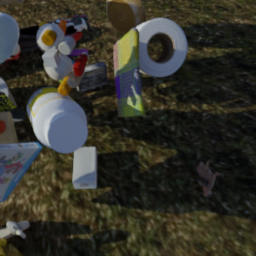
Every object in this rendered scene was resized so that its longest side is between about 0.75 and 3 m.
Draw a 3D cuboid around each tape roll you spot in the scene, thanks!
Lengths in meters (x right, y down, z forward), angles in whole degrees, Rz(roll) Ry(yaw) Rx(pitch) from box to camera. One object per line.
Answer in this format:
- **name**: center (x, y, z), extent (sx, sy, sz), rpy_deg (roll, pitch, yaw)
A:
- **tape roll**: center (-5.467, -0.613, 9.638), extent (2.959, 0.978, 2.959), rpy_deg (1, 53, -1)
- **tape roll**: center (0.848, -2.489, 8.806), extent (1.700, 1.700, 1.168), rpy_deg (-12, 16, -9)

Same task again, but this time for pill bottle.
- **pill bottle**: center (-1.783, -0.217, 7.053), extent (1.266, 1.266, 2.261), rpy_deg (-23, 28, -17)

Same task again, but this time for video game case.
- **video game case**: center (-2.934, 1.025, 5.369), extent (0.216, 2.426, 1.736), rpy_deg (42, 104, 17)

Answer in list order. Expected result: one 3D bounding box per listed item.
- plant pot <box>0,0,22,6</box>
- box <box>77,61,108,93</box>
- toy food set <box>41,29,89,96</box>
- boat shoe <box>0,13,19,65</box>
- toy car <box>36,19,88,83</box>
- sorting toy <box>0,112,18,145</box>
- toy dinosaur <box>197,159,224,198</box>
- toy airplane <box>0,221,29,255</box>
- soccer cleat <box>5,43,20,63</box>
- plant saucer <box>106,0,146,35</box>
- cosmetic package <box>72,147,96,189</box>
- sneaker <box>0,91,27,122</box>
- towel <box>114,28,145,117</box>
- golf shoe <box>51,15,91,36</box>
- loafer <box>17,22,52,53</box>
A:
- **plant pot**: center (-5.020, -5.379, 9.989), extent (1.472, 1.661, 1.663), rpy_deg (-12, 83, 13)
- **box**: center (-1.398, -1.920, 10.640), extent (1.224, 0.969, 0.296), rpy_deg (-21, 55, -14)
- **toy food set**: center (-1.352, -1.546, 6.304), extent (0.764, 1.600, 0.720), rpy_deg (2, 46, 14)
- **boat shoe**: center (-3.410, -1.814, 6.635), extent (2.567, 0.908, 1.165), rpy_deg (-40, 34, 24)
- **toy car**: center (-2.020, -2.425, 8.820), extent (1.440, 1.920, 1.680), rpy_deg (-18, 19, -15)
- **sorting toy**: center (-3.059, 0.487, 6.344), extent (1.166, 0.210, 1.566), rpy_deg (-15, 96, -36)
- **toy dinosaur**: center (2.315, 1.418, 8.429), extent (0.781, 0.494, 1.152), rpy_deg (-21, 50, -8)
- **toy airplane**: center (-3.456, 2.837, 6.878), extent (1.640, 1.162, 1.647), rpy_deg (12, 35, -4)
- **soccer cleat**: center (-5.724, -2.860, 11.195), extent (2.820, 1.201, 0.968), rpy_deg (-32, 59, -21)
- **plant saucer**: center (-0.172, -3.931, 9.737), extent (1.715, 1.715, 0.304), rpy_deg (30, 56, 21)
- **cosmetic package**: center (-1.310, 1.208, 8.561), extent (0.686, 0.493, 1.216), rpy_deg (-1, 52, -1)
- **sneaker**: center (-3.691, -0.697, 8.248), extent (1.510, 0.639, 0.562), rpy_deg (24, 23, -8)
- **towel**: center (0.004, -1.447, 7.732), extent (0.259, 1.633, 2.274), rpy_deg (-5, 92, -23)
- **golf shoe**: center (-2.209, -3.392, 9.643), extent (1.861, 0.718, 0.820), rpy_deg (-6, 35, 31)
- **loafer**: center (-3.714, -4.232, 12.433), extent (2.884, 0.908, 1.037), rpy_deg (-27, 57, -19)
